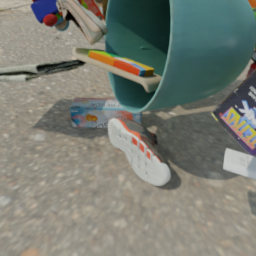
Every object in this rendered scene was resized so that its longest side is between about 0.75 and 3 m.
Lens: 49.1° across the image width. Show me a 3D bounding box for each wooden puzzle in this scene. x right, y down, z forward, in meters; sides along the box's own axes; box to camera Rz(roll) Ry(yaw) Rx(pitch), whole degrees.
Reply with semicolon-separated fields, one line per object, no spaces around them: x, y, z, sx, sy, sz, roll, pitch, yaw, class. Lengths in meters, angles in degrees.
-0.087;-1.228;5.556;1.623;0.302;1.501;28;19;11;wooden puzzle

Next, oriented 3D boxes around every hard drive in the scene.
2.169;0.676;4.599;1.141;0.152;0.753;17;19;16;hard drive

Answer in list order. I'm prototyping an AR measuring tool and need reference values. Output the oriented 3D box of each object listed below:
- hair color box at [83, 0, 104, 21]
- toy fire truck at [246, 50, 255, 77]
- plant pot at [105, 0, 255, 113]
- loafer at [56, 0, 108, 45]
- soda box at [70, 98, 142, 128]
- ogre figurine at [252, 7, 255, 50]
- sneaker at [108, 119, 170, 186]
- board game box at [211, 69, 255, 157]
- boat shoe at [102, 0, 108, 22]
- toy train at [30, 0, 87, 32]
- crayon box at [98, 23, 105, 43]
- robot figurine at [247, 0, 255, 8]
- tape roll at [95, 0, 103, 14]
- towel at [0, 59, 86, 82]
-1.382;-3.670;7.535;0.572;1.869;0.949;-30;67;8;hair color box
3.291;-1.235;5.312;0.622;2.550;1.798;-12;34;-33;toy fire truck
1.064;-1.792;5.652;2.295;2.860;2.860;-6;35;-24;plant pot
-1.109;-2.321;5.751;1.545;0.555;0.486;42;89;11;loafer
-0.620;-0.441;8.307;2.070;0.658;0.708;1;36;3;soda box
4.053;-2.344;7.385;1.328;1.087;2.215;-36;76;-14;ogre figurine
0.424;0.389;6.974;1.018;0.958;2.486;-13;38;-28;sneaker
2.330;-0.841;3.507;0.720;2.098;2.538;48;32;13;board game box
-0.224;-2.730;7.364;0.534;1.648;0.603;-23;15;-41;boat shoe
-1.262;-3.099;6.752;1.933;0.818;1.119;-30;-7;10;toy train
-0.408;-3.372;10.016;1.506;0.439;1.300;4;30;-3;crayon box
4.189;-4.274;8.841;2.449;1.761;1.428;39;27;-14;robot figurine
-0.719;-5.037;9.852;1.941;1.941;1.333;16;53;21;tape roll
-2.512;-1.475;7.331;2.221;0.384;2.139;0;16;25;towel
